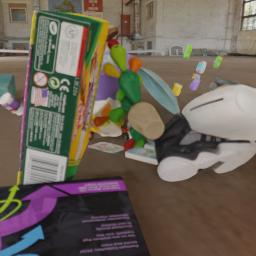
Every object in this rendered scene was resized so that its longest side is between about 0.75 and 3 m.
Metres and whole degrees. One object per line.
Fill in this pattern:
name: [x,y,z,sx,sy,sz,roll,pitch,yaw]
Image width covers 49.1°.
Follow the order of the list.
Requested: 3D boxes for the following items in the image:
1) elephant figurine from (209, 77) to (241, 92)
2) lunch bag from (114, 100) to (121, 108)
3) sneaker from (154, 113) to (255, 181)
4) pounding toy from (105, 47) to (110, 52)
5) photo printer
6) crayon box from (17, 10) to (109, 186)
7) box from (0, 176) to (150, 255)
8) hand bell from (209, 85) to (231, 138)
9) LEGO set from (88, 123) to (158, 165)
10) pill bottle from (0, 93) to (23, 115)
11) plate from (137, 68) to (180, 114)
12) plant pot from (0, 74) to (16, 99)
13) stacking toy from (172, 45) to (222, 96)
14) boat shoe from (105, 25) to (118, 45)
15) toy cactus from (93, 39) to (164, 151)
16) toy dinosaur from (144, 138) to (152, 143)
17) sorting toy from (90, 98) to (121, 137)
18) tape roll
elephant figurine: [4.453,-1.693,12.672,1.691,1.197,1.312,3,37,-53]
lunch bag: [-0.744,-1.409,9.841,1.653,1.941,1.183,-7,22,4]
sneaker: [1.484,0.263,5.690,2.202,0.831,1.253,-9,53,-17]
pounding toy: [-1.260,-2.233,12.192,1.430,2.501,1.434,24,-22,-4]
photo printer: [2.398,-0.263,6.203,2.113,0.734,1.758,12,-16,-25]
crayon box: [-1.098,-0.571,5.261,0.846,2.903,2.505,13,21,-2]
box: [-0.843,1.467,3.107,2.098,0.530,2.934,-3,19,-11]
hand bell: [2.693,-0.199,8.082,1.302,1.302,2.500,8,31,25]
LEGO set: [0.151,0.159,7.189,2.745,0.674,2.051,10,16,38]
pill bottle: [-3.707,-0.738,9.030,0.418,0.750,0.418,-16,50,21]
plate: [1.109,-1.393,10.040,0.294,2.301,2.301,-42,24,-2]
plant pot: [-5.629,-1.641,12.413,1.088,1.087,1.539,-5,26,-16]
stacking toy: [2.970,-2.225,11.890,1.636,2.170,0.510,15,9,-16]
boat shoe: [-1.027,-2.969,9.865,1.691,0.571,0.609,-31,-11,2]
toy cactus: [0.028,-0.438,5.938,1.321,2.583,2.131,-10,29,-16]
toy dinosaur: [0.625,0.213,7.178,0.623,0.336,1.414,0,9,-7]
sorting toy: [-0.780,-0.148,7.498,1.330,1.197,0.711,-1,56,37]
tape roll: [-0.712,-1.500,7.951,1.891,0.803,1.891,-4,32,2]
